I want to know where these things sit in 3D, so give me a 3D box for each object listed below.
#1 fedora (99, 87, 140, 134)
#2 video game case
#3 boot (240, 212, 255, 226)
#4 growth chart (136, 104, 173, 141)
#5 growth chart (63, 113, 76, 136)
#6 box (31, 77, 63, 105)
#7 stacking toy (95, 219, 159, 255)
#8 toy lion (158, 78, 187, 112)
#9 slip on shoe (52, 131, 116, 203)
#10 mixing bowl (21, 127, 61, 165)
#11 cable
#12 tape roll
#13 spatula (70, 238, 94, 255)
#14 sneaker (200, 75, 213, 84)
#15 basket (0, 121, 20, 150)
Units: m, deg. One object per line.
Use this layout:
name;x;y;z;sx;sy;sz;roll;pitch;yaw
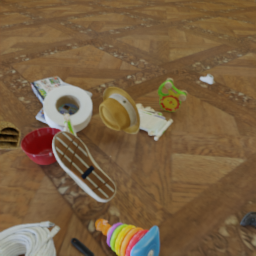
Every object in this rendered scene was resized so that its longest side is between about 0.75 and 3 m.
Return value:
fedora;-0.496;-0.563;11.454;2.230;2.230;0.910;31;50;35
video game case;-3.035;-1.051;13.395;1.678;0.211;2.343;22;61;14
boot;4.167;3.025;8.568;1.160;0.402;1.010;-13;38;-21
growth chart;0.749;-0.432;13.350;2.705;0.240;1.957;24;42;29
growth chart;-1.914;0.246;9.427;0.171;1.393;1.925;-18;17;-4
box;-3.989;-1.836;15.003;1.590;0.502;2.890;-20;41;-24
stacking toy;-0.190;3.157;8.017;2.054;1.127;1.192;16;31;36
toy lion;2.011;-1.471;13.526;1.468;1.407;0.504;39;41;-15
slip on shoe;-1.352;1.193;8.321;2.478;0.751;0.942;45;62;4
mixing bowl;-3.240;0.838;11.061;1.708;0.925;1.708;-1;37;1
cable;-3.014;3.467;7.380;2.138;0.740;2.137;-5;25;17
tape roll;-2.711;-0.845;12.634;2.147;0.751;2.147;4;63;-8
spatula;-0.892;3.685;7.829;2.025;0.208;0.572;23;50;31
sneaker;4.656;-2.966;16.540;0.318;0.499;0.864;-31;45;-33
basket;-3.568;0.216;8.246;0.633;0.606;0.849;42;10;22
